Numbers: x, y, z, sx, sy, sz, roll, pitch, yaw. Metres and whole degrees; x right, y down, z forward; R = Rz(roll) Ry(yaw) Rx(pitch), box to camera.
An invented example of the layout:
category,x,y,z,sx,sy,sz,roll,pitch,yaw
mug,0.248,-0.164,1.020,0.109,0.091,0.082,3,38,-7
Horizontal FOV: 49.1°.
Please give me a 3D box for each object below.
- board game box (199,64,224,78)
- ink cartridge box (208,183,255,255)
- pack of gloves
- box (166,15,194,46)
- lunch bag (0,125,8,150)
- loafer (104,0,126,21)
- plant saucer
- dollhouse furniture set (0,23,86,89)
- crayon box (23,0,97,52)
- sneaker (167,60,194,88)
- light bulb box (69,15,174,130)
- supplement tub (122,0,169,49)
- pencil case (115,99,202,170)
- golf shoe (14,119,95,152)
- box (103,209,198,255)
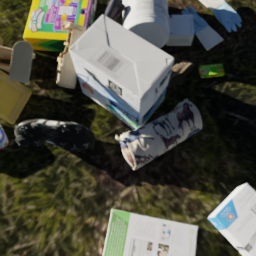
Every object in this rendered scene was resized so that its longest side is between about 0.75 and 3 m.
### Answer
category,x,y,z,sx,sy,sz,roll,pitch,yaw
board game box,2.947,-2.014,9.911,0.807,0.192,0.410,-6,68,-2
ink cartridge box,3.419,2.732,7.685,1.383,0.798,1.907,-39,73,-14
pack of gloves,3.127,-4.098,10.735,1.739,0.408,2.069,-34,73,3
box,1.876,-3.573,10.277,0.940,0.615,0.935,1,71,2
lunch bag,-4.615,0.388,8.781,1.439,0.544,1.153,-32,70,-13
loafer,-0.679,-3.587,9.804,0.570,1.809,0.650,19,42,-19
plant saucer,-4.062,-0.992,9.131,0.324,1.338,1.338,-3,58,48
dollhouse furniture set,-2.992,-2.480,8.556,2.950,2.710,1.919,9,103,-21
crayon box,-2.461,-4.094,10.445,2.224,0.751,2.578,4,68,3
sneaker,1.680,-1.901,9.813,1.313,0.463,0.496,-36,51,-14
light bulb box,-0.177,-1.501,8.457,2.484,2.506,1.564,36,73,13
supplement tub,0.599,-4.189,10.012,1.640,1.640,2.486,0,69,0
pencil case,0.982,0.146,8.596,2.662,1.036,1.191,-29,85,-11
golf shoe,-2.206,0.103,8.644,2.388,1.128,0.928,9,106,-21
box,0.572,3.351,7.650,2.460,0.447,1.775,11,69,3
